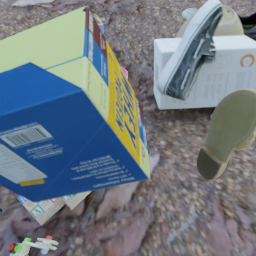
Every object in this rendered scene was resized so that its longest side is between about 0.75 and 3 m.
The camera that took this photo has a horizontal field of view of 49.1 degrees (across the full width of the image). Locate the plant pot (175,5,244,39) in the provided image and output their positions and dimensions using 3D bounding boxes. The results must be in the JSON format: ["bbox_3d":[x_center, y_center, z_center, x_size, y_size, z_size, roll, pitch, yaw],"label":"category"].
[{"bbox_3d":[2.973,-3.292,10.005,2.628,1.765,2.628,0,54,0],"label":"plant pot"}]

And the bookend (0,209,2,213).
[{"bbox_3d":[-3.023,1.700,4.897,0.584,1.261,1.269,-22,34,12],"label":"bookend"}]

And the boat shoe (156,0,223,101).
[{"bbox_3d":[1.702,-1.806,6.793,0.916,0.932,2.584,31,95,21],"label":"boat shoe"}]

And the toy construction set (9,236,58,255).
[{"bbox_3d":[-2.203,2.968,6.045,0.973,0.683,1.483,-7,38,29],"label":"toy construction set"}]

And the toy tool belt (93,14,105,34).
[{"bbox_3d":[-1.107,-3.083,8.900,1.037,1.054,1.687,3,48,11],"label":"toy tool belt"}]

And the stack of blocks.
[{"bbox_3d":[-1.727,1.593,7.166,1.022,0.520,1.775,37,62,24],"label":"stack of blocks"}]

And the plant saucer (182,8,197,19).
[{"bbox_3d":[2.805,-5.018,12.233,0.859,0.216,0.859,0,54,0],"label":"plant saucer"}]

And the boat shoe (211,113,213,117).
[{"bbox_3d":[3.402,-0.455,8.716,1.616,0.458,0.555,-9,54,-6],"label":"boat shoe"}]

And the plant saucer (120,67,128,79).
[{"bbox_3d":[-0.382,-1.835,9.901,0.761,0.193,0.761,0,53,1],"label":"plant saucer"}]

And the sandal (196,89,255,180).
[{"bbox_3d":[2.168,0.108,5.732,0.785,2.387,0.875,-17,51,-30],"label":"sandal"}]

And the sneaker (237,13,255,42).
[{"bbox_3d":[5.248,-3.832,10.780,2.744,1.137,0.973,8,56,6],"label":"sneaker"}]

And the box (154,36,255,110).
[{"bbox_3d":[2.308,-1.723,8.602,2.896,1.801,1.411,-3,32,-2],"label":"box"}]

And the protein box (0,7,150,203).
[{"bbox_3d":[-1.287,-0.125,5.024,2.619,2.638,1.780,-15,53,15],"label":"protein box"}]
